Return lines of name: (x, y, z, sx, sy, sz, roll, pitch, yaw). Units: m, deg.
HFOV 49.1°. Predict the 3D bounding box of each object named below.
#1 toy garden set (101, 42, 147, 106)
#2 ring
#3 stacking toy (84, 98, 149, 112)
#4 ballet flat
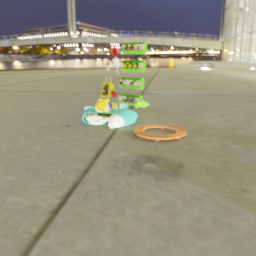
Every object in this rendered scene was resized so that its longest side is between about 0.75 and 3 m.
toy garden set: (-0.358, -2.559, 13.246, 2.404, 2.884, 0.575, 12, 13, 38)
ring: (0.967, 0.146, 8.552, 1.589, 0.153, 1.589, 0, 16, 0)
stacking toy: (-0.476, -0.648, 10.144, 2.005, 0.471, 1.512, -1, -7, -28)
ballet flat: (-0.684, -0.279, 9.458, 1.982, 0.667, 0.697, 6, 40, 21)
